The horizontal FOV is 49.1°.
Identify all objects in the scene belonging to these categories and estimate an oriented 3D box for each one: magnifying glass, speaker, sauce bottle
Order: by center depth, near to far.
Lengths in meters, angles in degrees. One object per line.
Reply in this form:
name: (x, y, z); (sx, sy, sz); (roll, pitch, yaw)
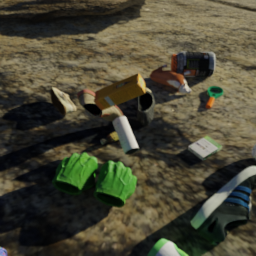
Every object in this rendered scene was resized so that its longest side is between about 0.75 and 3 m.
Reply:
speaker: (1.464, 3.529, 6.176); (2.300, 1.017, 1.017); (30, 48, 32)
speaker: (-0.100, 0.275, 9.891); (0.538, 0.538, 1.324); (-15, 65, -18)
sauce bottle: (-0.548, 0.360, 10.622); (1.045, 0.338, 0.338); (-25, 45, -25)
magnifying glass: (3.921, -1.433, 12.967); (0.736, 0.207, 1.850); (17, 40, 19)

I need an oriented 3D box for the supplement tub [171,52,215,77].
supplement tub: (3.270, -3.238, 14.301); (2.080, 1.274, 1.274); (2, 39, 1)

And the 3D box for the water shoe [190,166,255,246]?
water shoe: (3.017, 2.211, 8.024); (2.846, 1.018, 1.123); (-31, 66, -24)

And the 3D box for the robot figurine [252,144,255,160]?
robot figurine: (4.881, 0.950, 9.568); (1.231, 0.925, 0.768); (26, 64, 28)

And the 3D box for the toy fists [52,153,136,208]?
toy fists: (-1.010, 1.569, 8.737); (2.551, 0.877, 1.300); (12, 48, 13)

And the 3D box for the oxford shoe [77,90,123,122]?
oxford shoe: (-1.023, -0.604, 10.685); (2.180, 0.768, 0.815); (27, 33, -37)

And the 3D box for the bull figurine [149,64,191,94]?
bull figurine: (2.202, -2.416, 13.729); (2.328, 0.758, 1.414); (27, 42, 26)

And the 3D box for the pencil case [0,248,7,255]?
pencil case: (-3.889, 3.111, 6.917); (1.702, 0.739, 0.664); (11, 4, 12)

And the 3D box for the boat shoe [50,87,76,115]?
boat shoe: (-2.899, -1.206, 12.333); (0.617, 0.685, 1.898); (-12, 39, -33)

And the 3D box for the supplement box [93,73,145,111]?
supplement box: (-0.275, -1.119, 8.875); (1.628, 0.560, 0.542); (-20, 42, 25)

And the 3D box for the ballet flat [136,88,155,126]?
ballet flat: (0.782, -1.075, 12.079); (0.831, 0.710, 2.500); (1, 39, 1)

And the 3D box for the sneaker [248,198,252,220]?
sneaker: (3.436, 2.356, 8.256); (0.371, 0.323, 0.825); (-6, 32, 25)

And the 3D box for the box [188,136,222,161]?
box: (2.824, 0.732, 10.283); (1.022, 0.186, 0.737); (-25, 45, -26)
